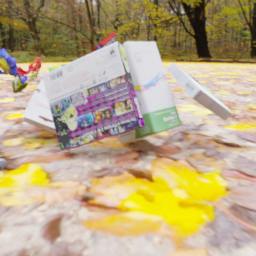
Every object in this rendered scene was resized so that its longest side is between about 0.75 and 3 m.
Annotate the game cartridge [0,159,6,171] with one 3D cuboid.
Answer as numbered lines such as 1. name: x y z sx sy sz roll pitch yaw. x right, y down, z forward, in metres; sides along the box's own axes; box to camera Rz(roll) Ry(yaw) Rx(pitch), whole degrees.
1. game cartridge: -4.321 1.192 7.098 1.329 0.414 1.996 10 19 16

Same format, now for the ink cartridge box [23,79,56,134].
1. ink cartridge box: -2.897 -0.733 10.549 1.546 0.904 2.666 23 40 -14

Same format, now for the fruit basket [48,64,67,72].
1. fruit basket: -2.645 -2.184 11.856 1.078 1.495 1.495 -3 16 13

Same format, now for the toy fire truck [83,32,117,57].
1. toy fire truck: -1.199 -3.071 11.704 0.987 1.478 1.760 38 59 5

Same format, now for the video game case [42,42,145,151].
1. video game case: -1.112 -0.851 8.370 2.773 2.513 0.497 -18 -6 22

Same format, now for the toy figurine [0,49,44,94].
1. toy figurine: -3.980 -2.213 9.670 1.292 1.467 2.449 -51 13 -18

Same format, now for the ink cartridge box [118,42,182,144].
1. ink cartridge box: 0.300 -1.094 9.216 1.193 2.842 2.058 -15 -4 -33

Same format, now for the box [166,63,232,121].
1. box: 2.292 -1.126 8.916 2.146 0.390 1.549 24 26 -44
